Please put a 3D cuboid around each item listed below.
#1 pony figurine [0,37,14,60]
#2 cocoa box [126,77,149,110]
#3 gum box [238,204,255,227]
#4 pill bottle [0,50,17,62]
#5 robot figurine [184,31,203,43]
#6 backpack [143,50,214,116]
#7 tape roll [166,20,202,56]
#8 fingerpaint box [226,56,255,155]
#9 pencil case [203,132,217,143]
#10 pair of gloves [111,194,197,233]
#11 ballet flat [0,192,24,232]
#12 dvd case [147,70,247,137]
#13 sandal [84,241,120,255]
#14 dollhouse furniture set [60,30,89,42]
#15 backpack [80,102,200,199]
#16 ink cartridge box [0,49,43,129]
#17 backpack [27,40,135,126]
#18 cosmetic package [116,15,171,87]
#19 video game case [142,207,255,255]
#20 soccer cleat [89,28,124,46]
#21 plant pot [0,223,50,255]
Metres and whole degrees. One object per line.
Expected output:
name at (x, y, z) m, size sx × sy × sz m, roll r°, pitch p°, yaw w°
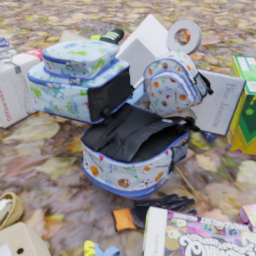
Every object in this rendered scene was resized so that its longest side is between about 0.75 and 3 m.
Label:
pony figurine at (-4.712, -2.366, 9.240) m, size 1.742 × 1.451 × 1.682 m, roll -35°, pitch 7°, yaw -25°
cocoa box at (0.701, -1.069, 9.455) m, size 0.957 × 1.435 × 0.942 m, roll 27°, pitch 44°, yaw -24°
gum box at (3.309, 2.442, 6.713) m, size 0.771 × 0.449 × 1.359 m, roll -4°, pitch 37°, yaw -6°
pill bottle at (-6.385, -3.618, 14.557) m, size 0.702 × 0.702 × 1.241 m, roll 9°, pitch 39°, yaw 12°
robot figurine at (2.733, -3.943, 11.848) m, size 0.591 × 1.014 × 0.729 m, roll -25°, pitch 69°, yaw 4°
backpack at (1.094, -1.122, 7.105) m, size 1.561 × 1.486 × 1.202 m, roll -19°, pitch 14°, yaw 38°
tape roll at (2.024, -3.232, 10.119) m, size 1.223 × 1.223 × 0.404 m, roll 23°, pitch 17°, yaw 27°
fingerpaint box at (4.012, -0.839, 9.556) m, size 1.003 × 2.281 × 2.734 m, roll 6°, pitch 37°, yaw 7°
pencil case at (2.763, 0.146, 9.745) m, size 0.357 × 0.398 × 0.915 m, roll -32°, pitch 33°, yaw 7°
pair of gloves at (0.920, 2.607, 6.587) m, size 2.264 × 0.314 × 2.541 m, roll -12°, pitch 34°, yaw -13°
ballet flat at (-3.398, 2.463, 6.429) m, size 0.833 × 0.765 × 2.428 m, roll 12°, pitch 39°, yaw 16°
dvd case at (1.963, -0.823, 8.443) m, size 2.595 × 1.851 × 0.228 m, roll 12°, pitch 25°, yaw 3°
sandal at (-0.440, 3.094, 5.678) m, size 0.795 × 0.726 × 1.826 m, roll -4°, pitch 38°, yaw -12°
dollhouse furniture set at (-2.126, -2.124, 10.246) m, size 1.192 × 2.442 × 2.082 m, roll 16°, pitch 51°, yaw -15°
backpack at (0.064, 0.616, 7.683) m, size 2.831 × 2.181 × 2.697 m, roll 18°, pitch 27°, yaw 33°
ink cartridge box at (-4.148, -1.580, 10.715) m, size 1.153 × 2.041 × 2.781 m, roll 22°, pitch 42°, yaw 32°
backpack at (-1.384, -1.384, 7.665) m, size 2.531 × 1.860 × 2.316 m, roll 8°, pitch 31°, yaw 21°
cosmetic package at (0.293, -2.529, 11.082) m, size 1.732 × 2.818 × 2.809 m, roll 40°, pitch 37°, yaw -15°
video game case at (1.524, 2.935, 5.301) m, size 2.652 × 0.475 × 2.404 m, roll 10°, pitch 55°, yaw 3°
soccer cleat at (-0.721, -3.530, 11.609) m, size 0.943 × 0.786 × 2.328 m, roll 37°, pitch 42°, yaw 12°
plant pot at (-2.195, 2.900, 5.179) m, size 1.781 × 1.579 × 1.783 m, roll -22°, pitch 43°, yaw -26°
